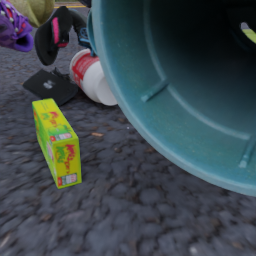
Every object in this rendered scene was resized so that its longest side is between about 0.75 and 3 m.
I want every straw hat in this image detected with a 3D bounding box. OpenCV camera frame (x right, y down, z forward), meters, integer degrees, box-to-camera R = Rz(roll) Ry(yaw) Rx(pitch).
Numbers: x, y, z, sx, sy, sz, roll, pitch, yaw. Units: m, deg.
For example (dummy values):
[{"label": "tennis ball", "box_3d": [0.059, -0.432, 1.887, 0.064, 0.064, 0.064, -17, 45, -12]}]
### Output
[{"label": "straw hat", "box_3d": [-2.409, -3.008, 6.393, 1.261, 2.980, 2.980, 38, 37, 5]}]

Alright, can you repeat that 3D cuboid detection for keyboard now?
[{"label": "keyboard", "box_3d": [-2.425, -1.336, 9.254, 1.273, 0.485, 2.447, -44, 47, -19]}]

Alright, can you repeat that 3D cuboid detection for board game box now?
[{"label": "board game box", "box_3d": [-1.474, 0.228, 5.646, 0.458, 0.977, 1.924, -12, 31, -24]}]

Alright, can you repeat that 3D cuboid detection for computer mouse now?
[{"label": "computer mouse", "box_3d": [-1.316, -4.006, 8.656, 1.071, 0.741, 0.282, 39, 9, -14]}]

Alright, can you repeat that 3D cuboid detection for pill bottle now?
[{"label": "pill bottle", "box_3d": [-0.892, -1.550, 8.583, 1.287, 1.287, 2.292, -12, 31, -22]}]

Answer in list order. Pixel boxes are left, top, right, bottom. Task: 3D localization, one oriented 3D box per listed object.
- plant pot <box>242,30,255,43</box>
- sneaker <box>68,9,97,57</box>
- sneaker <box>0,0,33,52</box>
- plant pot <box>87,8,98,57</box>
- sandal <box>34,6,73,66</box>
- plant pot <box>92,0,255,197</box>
[{"label": "plant pot", "box_3d": [2.916, -0.799, 6.662, 2.285, 2.285, 2.170, -2, 41, -3]}, {"label": "sneaker", "box_3d": [-1.267, -2.704, 7.970, 0.612, 1.493, 0.547, -48, 13, -8]}, {"label": "sneaker", "box_3d": [-2.331, -2.134, 5.126, 1.022, 0.988, 2.450, 23, -6, 1]}, {"label": "plant pot", "box_3d": [0.023, -2.272, 6.431, 1.421, 1.421, 1.335, 20, 41, 32]}, {"label": "sandal", "box_3d": [-1.664, -2.298, 6.709, 0.444, 0.740, 1.971, -1, 52, 21]}, {"label": "plant pot", "box_3d": [1.473, -1.183, 2.770, 2.649, 2.649, 2.595, 18, 40, 30]}]
